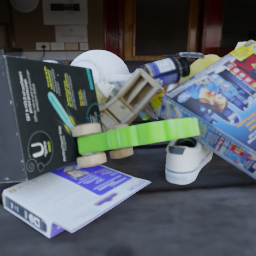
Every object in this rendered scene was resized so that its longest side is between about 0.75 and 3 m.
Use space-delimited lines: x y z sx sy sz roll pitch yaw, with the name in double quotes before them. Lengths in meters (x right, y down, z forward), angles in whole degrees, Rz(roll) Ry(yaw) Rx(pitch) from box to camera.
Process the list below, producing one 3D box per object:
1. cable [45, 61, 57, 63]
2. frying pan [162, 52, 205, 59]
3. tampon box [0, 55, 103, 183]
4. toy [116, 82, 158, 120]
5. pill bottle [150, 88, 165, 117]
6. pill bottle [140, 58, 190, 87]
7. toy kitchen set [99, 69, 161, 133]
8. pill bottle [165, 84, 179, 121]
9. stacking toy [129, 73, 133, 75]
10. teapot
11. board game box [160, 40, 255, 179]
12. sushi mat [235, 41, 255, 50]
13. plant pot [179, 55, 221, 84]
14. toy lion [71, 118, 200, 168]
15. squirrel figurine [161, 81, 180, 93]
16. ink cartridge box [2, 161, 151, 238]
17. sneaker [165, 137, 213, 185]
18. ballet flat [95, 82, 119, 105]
"cable" -6.849 -4.946 22.963 2.231 0.772 2.231 -12 3 -3
"frying pan" 1.722 -2.233 8.634 1.283 0.209 0.776 8 13 12
"tampon box" -1.774 -0.181 5.240 1.545 1.834 2.448 -7 4 23
"toy" 0.223 -0.750 8.974 0.986 0.404 1.712 24 -14 39
"pill bottle" 1.065 -0.985 9.741 0.608 1.113 0.608 -25 -8 -4
"pill bottle" 1.134 -1.691 8.600 1.429 0.799 0.799 -17 20 -11
"toy kitchen set" -0.552 -0.867 7.333 1.648 1.822 2.019 45 24 7
"pill bottle" 2.386 -0.624 8.519 2.399 1.332 1.332 5 17 12
"stacking toy" 0.114 -1.853 11.710 2.150 1.180 1.248 -38 20 -34
"teapot" -1.196 -1.552 9.567 2.465 2.498 1.824 48 21 14
"board game box" 2.374 -0.223 5.347 2.511 0.775 2.510 -32 64 -17
"sushi mat" 3.103 -2.012 7.683 0.501 0.063 1.047 10 59 43
"plant pot" 3.078 -1.293 10.055 2.164 2.164 1.536 -11 44 -32
"toy lion" 0.241 0.158 5.133 2.115 0.758 2.207 -11 -4 20
"squirrel figurine" 1.791 -1.454 11.631 1.707 1.208 1.593 -1 22 1
"ink cartridge box" -0.793 1.076 4.508 1.717 0.373 1.701 11 20 39
"sneaker" 1.384 0.387 6.049 0.837 0.812 2.292 6 18 19
"ballet flat" -0.666 -1.017 8.003 0.682 0.682 1.929 4 3 13
